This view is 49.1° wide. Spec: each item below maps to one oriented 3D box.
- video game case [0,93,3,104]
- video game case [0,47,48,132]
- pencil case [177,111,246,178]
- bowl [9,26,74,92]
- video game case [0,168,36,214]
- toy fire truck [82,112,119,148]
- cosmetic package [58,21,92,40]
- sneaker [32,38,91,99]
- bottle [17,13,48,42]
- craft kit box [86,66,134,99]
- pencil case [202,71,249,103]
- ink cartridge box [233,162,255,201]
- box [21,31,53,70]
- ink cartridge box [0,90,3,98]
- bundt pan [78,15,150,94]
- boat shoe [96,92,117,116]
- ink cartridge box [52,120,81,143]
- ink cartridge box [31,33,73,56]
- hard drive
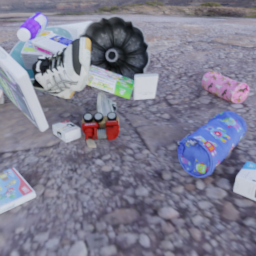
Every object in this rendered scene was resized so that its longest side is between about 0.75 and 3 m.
[{"bbox_3d":[-6.605,-1.938,11.477,2.626,0.317,2.880,-5,46,-23],"label":"video game case"},{"bbox_3d":[-3.374,-1.362,7.864,2.532,2.785,0.325,43,68,16],"label":"video game case"},{"bbox_3d":[2.253,0.343,7.530,1.112,0.999,2.561,38,41,22],"label":"pencil case"},{"bbox_3d":[-3.178,-2.549,11.257,2.817,1.473,2.817,-8,57,13],"label":"bowl"},{"bbox_3d":[-3.147,1.537,6.153,1.789,0.156,1.279,-21,34,-36],"label":"video game case"},{"bbox_3d":[-0.833,0.163,8.364,1.123,0.821,1.276,-2,59,0],"label":"toy fire truck"},{"bbox_3d":[-2.439,-4.894,16.471,2.253,2.240,2.693,24,37,39],"label":"cosmetic package"},{"bbox_3d":[-1.862,-1.491,7.420,1.272,1.098,2.902,10,-18,-24],"label":"sneaker"},{"bbox_3d":[-3.274,-3.409,9.571,0.548,0.701,1.679,31,32,-16],"label":"bottle"},{"bbox_3d":[-0.597,-1.449,8.700,1.577,0.382,1.557,19,22,-2],"label":"craft kit box"},{"bbox_3d":[4.039,-1.733,11.756,0.884,0.924,2.136,4,24,-27],"label":"pencil case"},{"bbox_3d":[3.184,1.325,6.231,1.383,0.461,0.801,19,33,33],"label":"ink cartridge box"},{"bbox_3d":[-3.415,-3.008,10.767,0.846,0.763,1.505,5,53,1],"label":"box"},{"bbox_3d":[-5.168,-1.663,10.422,0.726,1.247,1.713,9,42,-38],"label":"ink cartridge box"},{"bbox_3d":[-0.496,-2.542,9.999,2.664,2.664,1.000,4,10,8],"label":"bundt pan"},{"bbox_3d":[-0.757,-0.644,9.964,0.718,0.703,2.015,3,32,-9],"label":"boat shoe"},{"bbox_3d":[-1.929,0.097,8.795,0.568,0.323,0.779,-22,35,-37],"label":"ink cartridge box"},{"bbox_3d":[-2.059,-2.408,8.357,1.743,0.323,0.826,26,49,35],"label":"ink cartridge box"},{"bbox_3d":[0.487,-1.174,8.043,0.640,0.971,0.130,-5,58,-4],"label":"hard drive"}]
